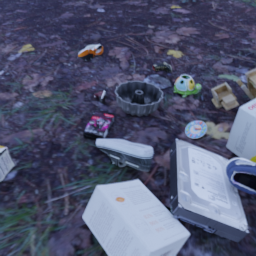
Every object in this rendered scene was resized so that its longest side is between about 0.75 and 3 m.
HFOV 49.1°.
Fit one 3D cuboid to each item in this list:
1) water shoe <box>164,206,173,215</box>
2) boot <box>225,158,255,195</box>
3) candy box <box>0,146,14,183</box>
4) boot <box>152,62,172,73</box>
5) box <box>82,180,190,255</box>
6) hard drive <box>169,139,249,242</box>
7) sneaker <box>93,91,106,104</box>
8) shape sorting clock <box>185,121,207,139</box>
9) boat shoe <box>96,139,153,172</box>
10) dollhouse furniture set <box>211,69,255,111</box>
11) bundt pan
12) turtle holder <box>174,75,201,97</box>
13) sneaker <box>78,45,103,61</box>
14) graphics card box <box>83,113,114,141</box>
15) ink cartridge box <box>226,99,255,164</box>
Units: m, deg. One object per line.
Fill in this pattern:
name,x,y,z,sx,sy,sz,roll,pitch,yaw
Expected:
water shoe,0.858,2.218,7.624,0.984,0.388,0.352,9,41,10
boot,3.745,1.518,6.996,2.600,0.946,1.174,15,10,15
candy box,-5.001,1.605,7.946,1.991,0.890,2.919,11,41,13
boot,1.662,-2.880,13.621,0.706,0.337,0.934,-15,37,-14
box,0.143,2.288,6.578,1.489,1.040,1.956,3,30,-46
hard drive,2.066,1.530,7.623,1.893,0.513,2.709,22,34,-6
sneaker,-1.242,-1.259,11.772,0.524,0.343,0.906,-2,30,6
shape sorting clock,2.448,0.053,10.133,0.789,0.155,0.789,-16,44,16
boat shoe,-0.236,0.840,8.847,0.851,0.837,2.361,-1,8,-42
dollhouse furniture set,4.867,-0.670,10.652,2.418,1.520,2.734,-24,41,9
bundt pan,0.414,-1.120,11.190,1.927,0.723,1.927,3,37,-2
turtle holder,2.490,-1.795,12.011,0.821,0.768,1.081,-18,44,-21
sneaker,-2.109,-3.996,14.797,0.761,0.627,1.655,20,37,32
graphics card box,-1.070,-0.050,10.326,0.785,0.318,1.251,12,43,13
ink cartridge box,4.743,0.334,8.738,1.804,1.796,2.483,-25,47,-26
